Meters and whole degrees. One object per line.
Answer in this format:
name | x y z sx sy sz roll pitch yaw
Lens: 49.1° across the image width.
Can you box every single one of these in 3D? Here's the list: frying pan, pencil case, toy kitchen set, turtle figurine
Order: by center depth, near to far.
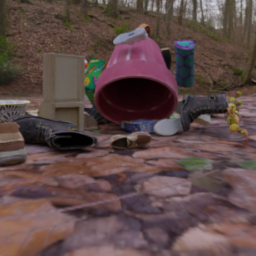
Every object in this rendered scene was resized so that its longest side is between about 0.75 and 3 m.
turtle figurine | 2.817 -0.278 7.397 0.475 1.190 1.475 -12 -43 36
toy kitchen set | -2.215 -1.157 9.939 2.349 2.598 2.880 -5 13 -38
pencil case | 2.053 -2.319 10.175 0.732 1.719 0.795 -4 42 6
frying pan | -1.645 -0.639 12.736 2.687 0.437 1.625 -18 34 35

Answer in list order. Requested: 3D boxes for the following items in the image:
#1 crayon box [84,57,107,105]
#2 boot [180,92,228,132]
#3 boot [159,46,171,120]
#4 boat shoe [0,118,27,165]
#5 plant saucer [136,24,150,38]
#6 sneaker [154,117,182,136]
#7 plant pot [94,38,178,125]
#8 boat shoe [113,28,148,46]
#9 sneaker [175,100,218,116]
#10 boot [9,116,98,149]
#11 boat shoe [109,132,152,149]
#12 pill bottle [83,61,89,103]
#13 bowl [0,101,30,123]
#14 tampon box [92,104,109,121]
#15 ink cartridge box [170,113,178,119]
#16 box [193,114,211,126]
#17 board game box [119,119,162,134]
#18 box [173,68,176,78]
crayon box | -1.242 -1.809 11.604 0.631 1.287 2.167 19 -11 9
boot | 2.567 -0.589 9.344 1.534 0.610 1.762 1 51 18
boot | 1.685 -1.906 12.314 1.104 2.851 1.972 -16 56 -14
boat shoe | -3.275 0.141 6.602 2.795 1.004 1.059 7 10 38
plant saucer | 0.305 -3.586 13.631 0.472 2.925 2.925 22 13 10
sneaker | 1.381 0.017 9.607 1.542 0.570 0.632 -11 -14 -38
plant pot | 0.312 -1.907 10.704 2.992 2.678 2.992 1 -34 1
boat shoe | 0.084 -3.048 9.718 1.248 0.459 0.408 -6 -35 31
sneaker | 3.779 -0.953 15.087 2.554 0.955 1.357 3 -2 14
boot | -2.087 0.153 7.370 2.254 0.780 1.962 -1 8 -20
boat shoe | 0.063 0.374 7.289 1.127 0.427 0.405 -9 12 2
pill bottle | -2.425 -2.361 14.377 1.111 2.027 1.111 -11 18 4
bowl | -4.494 -0.307 9.286 2.383 1.118 2.383 1 8 0
tampon box | -0.271 -1.291 14.184 2.580 1.629 1.934 -7 11 -40
ink cartridge box | 1.628 -0.948 15.007 1.233 0.704 2.375 -6 10 -33
box | 2.736 -0.378 10.679 0.401 0.334 0.976 -17 -23 40
board game box | 0.560 -0.064 9.982 1.271 0.392 1.271 -7 9 -32
box | 2.159 -2.276 12.189 0.230 0.728 1.322 10 8 1
